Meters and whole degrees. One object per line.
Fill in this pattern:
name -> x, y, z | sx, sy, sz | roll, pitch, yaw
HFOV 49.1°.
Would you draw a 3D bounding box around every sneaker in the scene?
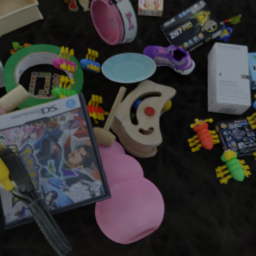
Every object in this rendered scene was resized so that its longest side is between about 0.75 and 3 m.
sneaker -> 1.309, -2.400, 9.216 | 1.798, 0.795, 0.723 | 23, 79, 21

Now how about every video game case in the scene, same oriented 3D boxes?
video game case -> -1.684, 0.614, 5.857 | 2.127, 0.300, 2.354 | -16, 74, -5

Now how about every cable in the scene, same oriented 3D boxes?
cable -> -1.993, 1.259, 5.131 | 0.655, 1.264, 2.604 | -31, 100, -23

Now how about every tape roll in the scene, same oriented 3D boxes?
tape roll -> -2.643, -1.537, 8.878 | 2.390, 0.574, 2.390 | 6, 64, -12

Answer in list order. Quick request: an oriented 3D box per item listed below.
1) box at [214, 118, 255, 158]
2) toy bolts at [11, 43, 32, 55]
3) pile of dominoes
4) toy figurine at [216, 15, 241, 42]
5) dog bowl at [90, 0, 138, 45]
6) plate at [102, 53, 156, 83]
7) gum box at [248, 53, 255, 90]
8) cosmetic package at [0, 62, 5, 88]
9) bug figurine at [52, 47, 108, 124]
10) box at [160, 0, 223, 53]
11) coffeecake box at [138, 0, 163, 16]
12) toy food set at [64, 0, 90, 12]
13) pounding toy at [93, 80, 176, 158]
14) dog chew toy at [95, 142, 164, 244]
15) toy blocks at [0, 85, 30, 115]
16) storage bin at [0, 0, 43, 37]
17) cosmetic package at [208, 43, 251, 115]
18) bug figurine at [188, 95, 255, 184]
box -> 3.347, 0.306, 8.535 | 1.144, 0.284, 1.135 | -8, 67, -15
toy bolts -> -3.572, -2.520, 9.694 | 0.786, 0.545, 0.751 | 40, 34, 24
pile of dominoes -> -2.759, -1.256, 9.249 | 1.103, 0.225, 1.415 | 1, 70, 1
toy figurine -> 3.468, -3.418, 9.867 | 0.610, 1.156, 0.693 | -40, 113, -51
dog bowl -> -0.527, -3.582, 9.202 | 0.686, 1.860, 1.860 | -33, 73, -22
plate -> 0.019, -1.827, 8.746 | 1.676, 0.214, 1.676 | -2, 43, 2
gum box -> 4.585, -1.958, 9.483 | 1.069, 0.280, 1.259 | -5, 69, -2
cosmetic package -> -4.763, -1.894, 8.900 | 1.389, 1.145, 1.146 | -22, 71, -17
bug figurine -> -1.452, -1.355, 8.609 | 1.915, 0.635, 2.469 | 15, 60, -42
box -> 2.185, -3.415, 9.724 | 1.696, 0.416, 1.367 | -29, 70, 9
coffeecake box -> 0.829, -4.553, 10.437 | 0.885, 0.323, 0.680 | 3, 69, 1
toy food set -> -2.054, -5.061, 10.694 | 1.030, 0.255, 1.620 | -9, 77, -3
pounding toy -> 0.452, -0.312, 7.859 | 1.637, 1.643, 2.863 | 35, 60, 12
dog chew toy -> -0.251, 1.521, 7.474 | 1.760, 1.760, 2.826 | -23, 61, -9
toy blocks -> -2.700, 0.906, 7.214 | 2.346, 2.605, 2.787 | -41, 77, -18
storage bin -> -4.306, -4.482, 10.143 | 1.767, 0.828, 1.754 | -28, 72, -10
cosmetic package -> 3.220, -1.590, 9.048 | 1.117, 0.814, 2.198 | 5, 71, -2
bug figurine -> 3.280, 0.295, 8.040 | 2.818, 0.725, 2.185 | -22, 67, 0
